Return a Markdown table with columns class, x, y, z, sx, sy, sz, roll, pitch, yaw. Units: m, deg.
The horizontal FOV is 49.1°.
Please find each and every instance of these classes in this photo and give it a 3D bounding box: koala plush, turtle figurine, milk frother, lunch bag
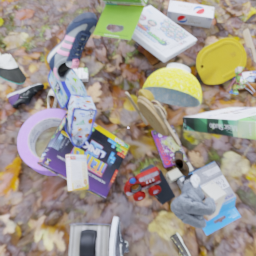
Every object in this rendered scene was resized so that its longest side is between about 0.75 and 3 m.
| class | x | y | z | sx | sy | sz | roll | pitch | yaw |
| --- | --- | --- | --- | --- | --- | --- | --- | --- | --- |
| koala plush | 1.504 | 1.660 | 6.666 | 0.934 | 0.901 | 1.016 | 17 | 39 | 2 |
| turtle figurine | 4.053 | -1.634 | 9.847 | 0.981 | 0.706 | 0.952 | 1 | 91 | 43 |
| milk frother | -0.690 | 4.304 | 9.019 | 2.440 | 2.202 | 2.295 | 9 | 67 | -21 |
| lunch bag | -1.494 | -0.201 | 8.477 | 0.812 | 1.311 | 1.115 | 5 | 27 | -17 |
| lunch bag | -2.410 | -1.582 | 11.290 | 1.201 | 1.884 | 1.602 | -27 | 80 | -5 |

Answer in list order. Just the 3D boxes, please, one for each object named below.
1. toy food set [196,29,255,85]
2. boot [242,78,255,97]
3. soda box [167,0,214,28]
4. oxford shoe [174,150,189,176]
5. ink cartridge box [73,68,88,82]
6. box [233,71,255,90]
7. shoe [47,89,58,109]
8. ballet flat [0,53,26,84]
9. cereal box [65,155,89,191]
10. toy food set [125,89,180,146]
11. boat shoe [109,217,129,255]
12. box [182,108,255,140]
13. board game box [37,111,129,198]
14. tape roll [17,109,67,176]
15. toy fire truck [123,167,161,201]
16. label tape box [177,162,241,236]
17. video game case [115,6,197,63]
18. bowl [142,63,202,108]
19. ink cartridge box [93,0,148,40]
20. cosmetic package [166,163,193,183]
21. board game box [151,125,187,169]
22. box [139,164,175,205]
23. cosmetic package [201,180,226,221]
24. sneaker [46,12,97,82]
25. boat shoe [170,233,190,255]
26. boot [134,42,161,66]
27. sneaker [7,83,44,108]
| class | x | y | z | sx | sy | sz | roll | pitch | yaw |
| --- | --- | --- | --- | --- | --- | --- | --- | --- | --- |
| toy food set | 4.252 | -3.031 | 12.656 | 2.974 | 0.971 | 1.750 | -26 | 94 | -9 |
| boot | 5.363 | -1.709 | 12.232 | 0.979 | 0.760 | 0.375 | -22 | 26 | 6 |
| soda box | 3.042 | -5.575 | 13.751 | 2.204 | 0.702 | 0.751 | 12 | 68 | 4 |
| oxford shoe | 1.394 | 1.025 | 7.413 | 0.314 | 0.863 | 0.364 | -15 | 35 | 24 |
| ink cartridge box | -2.190 | -2.365 | 12.604 | 0.755 | 0.317 | 0.549 | -3 | 68 | 0 |
| box | 5.382 | -2.130 | 12.548 | 1.266 | 0.262 | 0.753 | -6 | 68 | -5 |
| shoe | -3.250 | -1.225 | 12.112 | 0.456 | 0.348 | 1.305 | -1 | 67 | 0 |
| ballet flat | -4.024 | -2.029 | 8.803 | 2.043 | 0.699 | 0.694 | 27 | 36 | 22 |
| cereal box | -1.397 | 1.225 | 7.702 | 0.192 | 0.700 | 0.973 | -14 | 75 | 28 |
| toy food set | 0.861 | -0.457 | 8.652 | 0.488 | 1.679 | 2.432 | -38 | 28 | -7 |
| boat shoe | -0.306 | 4.137 | 9.663 | 0.689 | 0.729 | 2.032 | 3 | 70 | -1 |
| box | 3.317 | -0.211 | 8.266 | 2.092 | 2.898 | 0.527 | -12 | 98 | -24 |
| board game box | -1.540 | 0.955 | 10.225 | 2.703 | 0.766 | 2.234 | 34 | 66 | -24 |
| tape roll | -2.972 | 0.556 | 11.105 | 2.559 | 0.839 | 2.559 | 0 | 68 | 1 |
| toy fire truck | 0.372 | 1.474 | 7.594 | 1.073 | 0.901 | 0.602 | -21 | 51 | -1 |
| label tape box | 3.027 | 2.568 | 10.324 | 1.563 | 0.721 | 2.182 | -23 | 68 | -10 |
| video game case | 1.178 | -3.981 | 11.591 | 2.720 | 0.322 | 2.476 | 41 | 51 | 14 |
| bowl | 1.553 | -1.484 | 9.259 | 1.984 | 1.984 | 1.068 | 16 | 83 | 6 |
| ink cartridge box | -0.351 | -4.588 | 9.864 | 1.916 | 0.982 | 2.593 | 20 | 87 | 32 |
| cosmetic package | 1.975 | 1.733 | 10.789 | 0.972 | 0.503 | 0.355 | -24 | 69 | -11 |
| board game box | 1.656 | 0.746 | 11.362 | 0.972 | 0.262 | 1.620 | -18 | 69 | -3 |
| box | 0.903 | 1.764 | 8.953 | 0.533 | 1.351 | 0.954 | -32 | 95 | -6 |
| cosmetic package | 2.584 | 2.322 | 8.864 | 0.525 | 1.203 | 0.622 | -23 | 46 | -24 |
| sneaker | -1.644 | -2.450 | 8.803 | 0.866 | 2.469 | 1.013 | -6 | 64 | -46 |
| boat shoe | 1.873 | 4.260 | 9.801 | 0.337 | 0.399 | 1.118 | -26 | 63 | -7 |
| boot | 1.225 | -3.772 | 13.110 | 1.376 | 0.500 | 1.461 | -37 | 73 | -15 |
| sneaker | -4.331 | -1.364 | 12.149 | 1.611 | 0.610 | 0.705 | -25 | 90 | -11 |
